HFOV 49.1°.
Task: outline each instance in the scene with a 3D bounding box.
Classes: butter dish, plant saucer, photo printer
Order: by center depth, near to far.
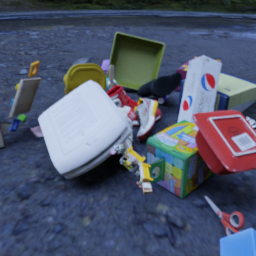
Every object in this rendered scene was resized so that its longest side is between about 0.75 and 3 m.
[{"bbox_3d":[2.296,0.515,6.728,1.668,1.233,1.663,-6,52,-29],"label":"butter dish"},{"bbox_3d":[-1.293,0.017,8.069,2.317,0.967,2.785,-37,41,-2],"label":"photo printer"},{"bbox_3d":[0.319,-3.111,13.486,2.413,2.417,0.579,12,15,-5],"label":"plant saucer"}]

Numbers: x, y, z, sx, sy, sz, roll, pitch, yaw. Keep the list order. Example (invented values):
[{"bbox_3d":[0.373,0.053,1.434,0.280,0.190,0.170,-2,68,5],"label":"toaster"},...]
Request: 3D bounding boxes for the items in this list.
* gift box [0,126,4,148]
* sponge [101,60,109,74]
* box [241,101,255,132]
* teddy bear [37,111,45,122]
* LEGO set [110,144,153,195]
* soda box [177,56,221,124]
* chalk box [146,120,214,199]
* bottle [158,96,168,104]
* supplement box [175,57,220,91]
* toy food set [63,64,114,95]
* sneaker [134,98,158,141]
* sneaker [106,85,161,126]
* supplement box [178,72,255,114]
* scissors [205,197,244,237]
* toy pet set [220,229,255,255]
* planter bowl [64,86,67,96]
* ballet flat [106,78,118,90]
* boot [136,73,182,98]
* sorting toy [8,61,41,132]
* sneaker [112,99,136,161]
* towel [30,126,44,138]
[{"bbox_3d":[-5.695,-0.500,8.786,2.712,2.680,2.904,-16,27,-29],"label":"gift box"},{"bbox_3d":[-0.985,-3.699,17.041,1.201,0.321,2.152,1,29,1],"label":"sponge"},{"bbox_3d":[4.599,0.002,8.680,1.711,0.529,2.143,-34,50,-22],"label":"box"},{"bbox_3d":[-2.297,-0.639,10.840,1.811,0.834,2.497,-16,15,18],"label":"teddy bear"},{"bbox_3d":[0.133,1.026,6.663,0.659,0.534,1.433,-9,54,-48],"label":"LEGO set"},{"bbox_3d":[2.426,-1.092,9.582,0.856,2.512,0.800,15,-7,-22],"label":"soda box"},{"bbox_3d":[1.361,0.877,7.662,2.148,1.341,1.331,-27,38,-37],"label":"chalk box"},{"bbox_3d":[1.575,-1.408,12.685,0.358,0.458,1.097,-14,21,24],"label":"bottle"},{"bbox_3d":[3.583,-2.702,14.344,1.469,1.140,2.662,16,33,27],"label":"supplement box"},{"bbox_3d":[-1.546,-1.702,10.451,0.736,1.325,2.253,7,14,43],"label":"toy food set"},{"bbox_3d":[0.521,-0.323,10.043,0.795,0.753,1.934,18,45,-4],"label":"sneaker"},{"bbox_3d":[0.128,-0.884,10.695,2.483,1.434,0.973,-7,28,-17],"label":"sneaker"},{"bbox_3d":[3.561,-1.124,11.135,2.194,1.474,2.196,-19,34,-31],"label":"supplement box"},{"bbox_3d":[2.103,2.048,6.345,0.124,0.650,1.776,3,-1,-11],"label":"scissors"},{"bbox_3d":[2.172,2.726,4.583,1.949,1.035,1.820,8,30,13],"label":"toy pet set"},{"bbox_3d":[-1.839,-1.549,11.904,1.579,1.579,0.658,3,21,6],"label":"planter bowl"},{"bbox_3d":[-0.613,-1.766,12.425,0.499,0.521,1.481,-22,65,-9],"label":"ballet flat"},{"bbox_3d":[1.101,-1.681,11.903,1.795,0.811,2.191,-11,15,45],"label":"boot"},{"bbox_3d":[-3.574,-1.097,9.545,0.352,2.584,1.455,25,16,0],"label":"sorting toy"},{"bbox_3d":[-0.273,-0.080,9.119,1.369,1.031,2.929,-34,39,-4],"label":"sneaker"},{"bbox_3d":[-3.199,0.103,10.314,0.599,0.122,0.818,-19,34,-32],"label":"towel"}]
